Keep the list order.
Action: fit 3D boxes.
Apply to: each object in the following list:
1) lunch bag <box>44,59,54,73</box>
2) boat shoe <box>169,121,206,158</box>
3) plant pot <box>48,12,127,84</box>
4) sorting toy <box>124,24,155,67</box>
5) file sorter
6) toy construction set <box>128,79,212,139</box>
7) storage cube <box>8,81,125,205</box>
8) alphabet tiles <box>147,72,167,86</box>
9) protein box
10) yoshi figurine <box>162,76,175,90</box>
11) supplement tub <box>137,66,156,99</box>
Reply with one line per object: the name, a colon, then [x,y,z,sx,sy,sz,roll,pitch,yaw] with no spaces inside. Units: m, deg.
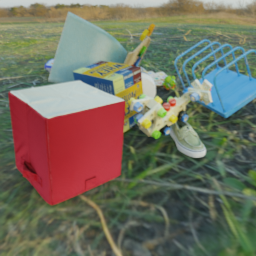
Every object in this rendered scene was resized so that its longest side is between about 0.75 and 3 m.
lunch bag: [-3.798,-3.419,15.752,1.222,0.890,1.437,9,19,17]
boat shoe: [1.704,0.236,8.389,0.687,0.592,1.908,-8,26,-14]
plant pot: [-1.598,-2.877,11.648,2.666,2.610,2.617,16,11,-17]
sorting toy: [0.386,-2.819,10.642,0.285,2.128,1.586,36,48,5]
file sorter: [3.199,-1.948,10.148,1.890,1.671,2.723,-34,32,-4]
toy construction set: [1.174,-0.580,7.953,2.448,1.605,1.127,-23,50,-13]
storage cube: [-1.456,0.194,6.674,2.267,2.038,1.938,-16,32,-38]
alphabet tiles: [0.937,-2.485,14.264,2.106,0.154,2.060,-12,31,-9]
protein box: [-0.613,-1.080,9.428,1.913,1.899,1.291,19,39,38]
yoshi figurine: [1.878,-2.112,12.868,0.615,0.617,1.098,8,-1,1]
supplement tub: [0.408,-1.763,11.728,1.320,1.320,1.825,-4,26,-8]
